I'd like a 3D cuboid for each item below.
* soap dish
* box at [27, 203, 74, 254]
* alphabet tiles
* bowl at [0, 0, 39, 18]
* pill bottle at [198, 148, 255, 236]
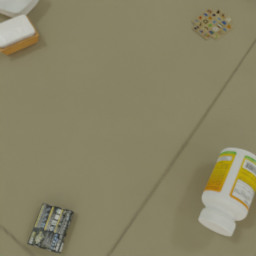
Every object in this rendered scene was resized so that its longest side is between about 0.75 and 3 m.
[{"bbox_3d":[-4.758,-3.893,11.791,1.690,0.686,1.330,-29,68,-14],"label":"soap dish"},{"bbox_3d":[-2.369,3.072,8.625,1.024,0.312,1.270,13,65,5],"label":"box"},{"bbox_3d":[3.763,-4.630,12.486,1.770,0.056,1.473,-38,71,-17],"label":"alphabet tiles"},{"bbox_3d":[-5.088,-5.759,12.681,1.924,0.719,1.927,24,67,11],"label":"bowl"},{"bbox_3d":[3.094,1.950,8.589,1.347,1.347,2.426,27,67,12],"label":"pill bottle"}]
